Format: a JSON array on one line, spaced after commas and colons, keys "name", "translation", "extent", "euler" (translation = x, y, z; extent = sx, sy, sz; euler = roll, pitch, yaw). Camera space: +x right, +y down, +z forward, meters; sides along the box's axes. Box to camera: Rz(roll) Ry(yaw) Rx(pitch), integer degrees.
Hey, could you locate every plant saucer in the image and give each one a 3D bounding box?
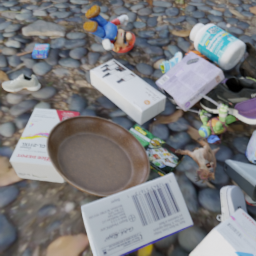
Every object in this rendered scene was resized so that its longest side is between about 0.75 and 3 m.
[{"name": "plant saucer", "translation": [-0.831, 0.805, 7.813], "extent": [2.942, 0.538, 2.942], "euler": [17, 38, -14]}]

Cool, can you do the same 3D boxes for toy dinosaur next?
[{"name": "toy dinosaur", "translation": [2.283, 1.011, 8.233], "extent": [1.939, 0.832, 1.314], "euler": [5, 49, -52]}]

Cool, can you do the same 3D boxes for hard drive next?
[{"name": "hard drive", "translation": [3.623, 1.431, 7.001], "extent": [1.857, 0.438, 2.661], "euler": [12, 6, 5]}]

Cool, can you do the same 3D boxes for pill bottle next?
[{"name": "pill bottle", "translation": [3.346, -3.215, 10.762], "extent": [1.129, 1.129, 2.038], "euler": [-31, 59, -24]}]

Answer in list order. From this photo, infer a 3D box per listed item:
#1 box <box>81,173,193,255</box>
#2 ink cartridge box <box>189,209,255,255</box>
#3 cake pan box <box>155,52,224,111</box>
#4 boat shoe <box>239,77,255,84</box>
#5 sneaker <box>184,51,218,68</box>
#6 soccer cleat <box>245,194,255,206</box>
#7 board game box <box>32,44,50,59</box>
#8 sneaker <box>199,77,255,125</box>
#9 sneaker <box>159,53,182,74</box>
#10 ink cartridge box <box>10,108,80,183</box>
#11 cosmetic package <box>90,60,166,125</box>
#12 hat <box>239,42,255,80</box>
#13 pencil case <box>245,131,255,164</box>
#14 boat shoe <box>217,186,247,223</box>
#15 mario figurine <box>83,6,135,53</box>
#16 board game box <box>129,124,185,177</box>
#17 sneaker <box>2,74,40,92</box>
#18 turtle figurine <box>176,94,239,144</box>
[{"name": "box", "translation": [0.061, 2.092, 6.346], "extent": [2.017, 2.193, 1.151], "euler": [-17, 71, -14]}, {"name": "ink cartridge box", "translation": [2.311, 2.687, 5.994], "extent": [1.833, 1.148, 1.178], "euler": [-2, 39, -50]}, {"name": "cake pan box", "translation": [2.129, -1.676, 10.004], "extent": [1.887, 0.494, 1.738], "euler": [-41, 43, 1]}, {"name": "boat shoe", "translation": [4.789, -0.788, 9.709], "extent": [0.868, 1.028, 2.883], "euler": [-22, 59, -31]}, {"name": "sneaker", "translation": [2.713, -2.307, 11.231], "extent": [1.371, 0.949, 2.447], "euler": [19, 42, 21]}, {"name": "soccer cleat", "translation": [3.893, 2.002, 7.624], "extent": [1.327, 0.565, 0.455], "euler": [13, 51, 12]}, {"name": "board game box", "translation": [-3.905, -3.440, 12.567], "extent": [0.636, 0.188, 0.836], "euler": [-1, 49, -1]}, {"name": "sneaker", "translation": [3.254, -1.154, 9.009], "extent": [1.117, 1.292, 2.950], "euler": [-38, 26, -11]}, {"name": "sneaker", "translation": [1.778, -2.735, 11.734], "extent": [0.889, 0.542, 1.362], "euler": [7, 49, 5]}, {"name": "ink cartridge box", "translation": [-2.428, 0.494, 8.709], "extent": [1.553, 0.882, 2.131], "euler": [5, 49, 5]}, {"name": "cosmetic package", "translation": [-0.075, -1.427, 10.465], "extent": [1.216, 0.746, 2.945], "euler": [-34, 57, -25]}, {"name": "hat", "translation": [4.910, -2.189, 10.741], "extent": [0.977, 2.423, 2.423], "euler": [-48, 53, 16]}, {"name": "pencil case", "translation": [4.845, 0.765, 8.403], "extent": [2.352, 0.978, 1.067], "euler": [10, 39, 8]}, {"name": "boat shoe", "translation": [2.643, 2.361, 7.241], "extent": [0.625, 0.721, 1.692], "euler": [-4, 81, -23]}, {"name": "mario figurine", "translation": [-0.524, -4.024, 11.681], "extent": [2.613, 1.613, 1.385], "euler": [16, 24, -52]}, {"name": "board game box", "translation": [0.697, 0.699, 8.970], "extent": [1.993, 0.234, 1.044], "euler": [33, 59, 26]}, {"name": "sneaker", "translation": [-4.180, -1.809, 10.848], "extent": [1.444, 0.664, 0.547], "euler": [-4, 49, -3]}, {"name": "turtle figurine", "translation": [2.973, -0.557, 9.276], "extent": [1.844, 1.369, 1.902], "euler": [-17, 61, -23]}]
